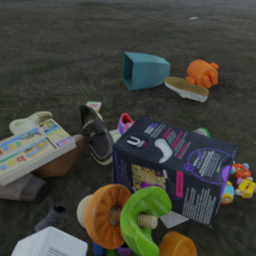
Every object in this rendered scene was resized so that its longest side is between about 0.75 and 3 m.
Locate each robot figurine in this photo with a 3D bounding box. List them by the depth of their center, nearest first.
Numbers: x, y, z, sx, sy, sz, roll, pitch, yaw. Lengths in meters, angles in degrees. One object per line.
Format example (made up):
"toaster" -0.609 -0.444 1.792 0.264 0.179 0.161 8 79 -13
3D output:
"robot figurine" 3.635 -2.651 13.712 1.102 1.359 1.890 16 26 -27

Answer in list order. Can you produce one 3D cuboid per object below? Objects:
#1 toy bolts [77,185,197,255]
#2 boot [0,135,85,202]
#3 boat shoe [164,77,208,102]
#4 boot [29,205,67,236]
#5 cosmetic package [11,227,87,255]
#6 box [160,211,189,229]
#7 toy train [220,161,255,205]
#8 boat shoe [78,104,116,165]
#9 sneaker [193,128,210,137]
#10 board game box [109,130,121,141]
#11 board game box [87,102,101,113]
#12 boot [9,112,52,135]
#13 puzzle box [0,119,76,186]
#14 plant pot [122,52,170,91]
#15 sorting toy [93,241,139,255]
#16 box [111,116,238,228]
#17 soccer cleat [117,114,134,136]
"toy bolts" -0.172 2.725 5.362 1.877 2.585 2.707 -8 42 39
"boot" -2.907 0.888 8.343 2.121 1.019 2.901 20 44 18
"boat shoe" 2.535 -1.644 12.535 2.021 0.700 0.716 26 57 20
"boot" -1.646 2.097 6.229 0.412 1.181 0.777 41 78 7
"cosmetic package" -1.597 2.505 4.884 0.776 2.095 1.065 32 52 -15
"box" 1.377 1.747 7.387 1.459 0.776 1.111 -16 37 -22
"toy train" 2.888 1.596 7.937 1.748 0.486 1.313 -12 32 -21
"boat shoe" -1.173 0.157 9.342 0.985 0.872 2.690 -40 42 4
"sneaker" 2.287 0.658 9.020 0.861 0.788 2.020 -7 28 7
"board game box" -0.426 0.471 9.632 0.406 0.414 0.789 -8 34 -12
"board game box" -1.513 -0.799 11.783 0.574 0.180 1.201 4 31 5
"boot" -3.373 0.031 10.168 1.590 0.573 1.229 -20 40 -24
"puzzle box" -2.767 0.588 7.846 2.187 0.278 1.455 -29 46 -28
"plant pot" 0.915 -2.812 13.718 2.033 1.437 1.436 -6 34 -17
"sorting toy" -0.349 2.420 6.342 0.937 0.640 1.559 -13 30 -31
"box" 1.046 0.925 6.663 2.529 1.341 1.546 19 39 23
"soccer cleat" 0.119 0.256 9.646 0.682 0.732 1.999 -8 35 -18
